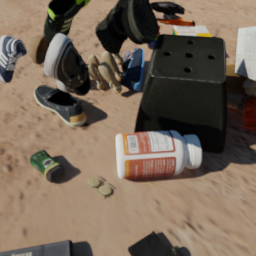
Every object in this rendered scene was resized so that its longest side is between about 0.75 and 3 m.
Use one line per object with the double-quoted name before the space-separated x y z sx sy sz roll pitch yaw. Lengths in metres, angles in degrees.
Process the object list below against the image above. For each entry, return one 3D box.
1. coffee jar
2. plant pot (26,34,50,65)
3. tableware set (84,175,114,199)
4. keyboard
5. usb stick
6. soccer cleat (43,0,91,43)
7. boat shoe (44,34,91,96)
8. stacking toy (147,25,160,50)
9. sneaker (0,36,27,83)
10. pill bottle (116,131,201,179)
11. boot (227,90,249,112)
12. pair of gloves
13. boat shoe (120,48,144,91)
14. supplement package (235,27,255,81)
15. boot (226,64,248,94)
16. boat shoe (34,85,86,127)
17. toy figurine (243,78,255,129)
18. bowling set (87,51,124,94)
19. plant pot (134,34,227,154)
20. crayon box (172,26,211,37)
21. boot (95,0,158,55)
"coffee jar" -2.380 1.139 8.276 0.582 0.476 1.115 -31 48 -34
"plant pot" -3.456 -3.030 10.610 0.541 1.171 1.171 20 42 3
"tableware set" -0.830 1.678 7.891 0.764 0.153 0.505 30 36 23
"keyboard" 0.852 3.094 6.126 1.050 0.224 1.748 -26 46 -19
"usb stick" -2.403 2.968 6.114 2.475 0.403 0.686 -7 40 -8
"soccer cleat" -2.137 -3.532 8.706 0.971 2.875 1.165 54 48 -7
"boat shoe" -1.084 -1.136 5.520 0.640 2.261 0.776 22 83 -2
"stacking toy" 0.925 -3.151 9.659 0.386 0.905 0.386 5 51 -6
"sneaker" -2.582 -1.489 6.256 0.574 1.059 0.371 14 17 23
"pill bottle" 0.836 0.756 8.110 2.325 1.304 1.304 -3 40 -5
"boot" 3.978 -0.981 10.706 1.931 0.678 1.412 -24 45 -27
"pair of gloves" 1.565 -4.306 10.621 1.691 0.235 1.898 18 3 30
"boat shoe" 0.166 -2.816 12.491 1.003 1.230 2.923 8 37 -1
"supplement package" 4.816 -2.473 9.007 2.075 1.596 2.170 -1 17 5
"boot" 4.683 -2.220 11.510 2.936 1.126 2.279 -3 20 -2
"boat shoe" -2.650 -1.086 10.651 1.100 0.918 2.948 -31 47 -29
"toy figurine" 5.186 -0.822 8.866 2.660 1.851 2.619 -1 7 2
"bowling set" -1.186 -2.414 12.186 1.890 1.458 2.716 -18 36 24
"plant pot" 1.805 -1.266 9.041 2.990 2.659 2.997 7 54 10
"crayon box" 3.489 -4.623 15.055 1.851 0.759 2.944 0 39 0
"boot" -0.149 -3.200 9.327 1.098 2.181 2.918 24 43 -30
